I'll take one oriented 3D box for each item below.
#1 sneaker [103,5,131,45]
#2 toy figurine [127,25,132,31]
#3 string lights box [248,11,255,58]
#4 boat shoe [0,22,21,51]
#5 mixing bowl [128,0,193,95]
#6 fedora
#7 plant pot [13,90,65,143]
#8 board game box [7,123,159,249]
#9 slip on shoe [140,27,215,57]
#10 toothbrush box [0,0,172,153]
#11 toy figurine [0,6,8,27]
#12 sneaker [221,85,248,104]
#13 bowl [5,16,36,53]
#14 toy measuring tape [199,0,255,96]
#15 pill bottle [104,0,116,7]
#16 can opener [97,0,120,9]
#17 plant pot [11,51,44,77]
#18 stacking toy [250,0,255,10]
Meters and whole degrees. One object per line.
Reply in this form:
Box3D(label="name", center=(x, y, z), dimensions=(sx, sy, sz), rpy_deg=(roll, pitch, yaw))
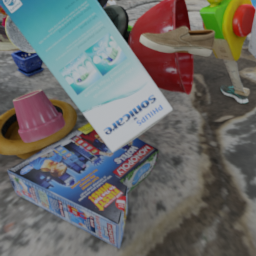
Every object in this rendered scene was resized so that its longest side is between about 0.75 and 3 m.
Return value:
Box3D(label="sneaker", center=(-0.194, -2.375, 7.293), dimensions=(1.380, 2.408, 0.921), rpy_deg=(-26, 78, -20))
Box3D(label="toy figurine", center=(0.376, -2.495, 10.054), dimensions=(2.925, 2.196, 2.692), rpy_deg=(22, 26, 37))
Box3D(label="string lights box", center=(2.945, -1.183, 4.504), dimensions=(0.706, 1.230, 2.394), rpy_deg=(-18, 51, -2))
Box3D(label="boat shoe", center=(-2.664, -2.760, 7.998), dimensions=(2.544, 0.824, 0.915), rpy_deg=(-7, 40, -6))
Box3D(label="mixing bowl", center=(0.772, -1.878, 6.697), dimensions=(1.245, 2.299, 2.299), rpy_deg=(-3, 35, 21))
Box3D(label="fedora", center=(-2.421, 0.145, 7.422), dimensions=(2.309, 0.942, 2.309), rpy_deg=(-4, 41, 3))
Box3D(label="plant pot", center=(-1.743, -0.264, 5.328), dimensions=(0.881, 0.789, 0.881), rpy_deg=(-17, 18, 6))
Box3D(label="board game box", center=(-0.680, 1.142, 6.205), dimensions=(2.703, 0.834, 2.705), rpy_deg=(30, 47, 33))
Box3D(label="slip on shoe", center=(0.765, -1.340, 4.193), dimensions=(1.214, 0.368, 0.461), rpy_deg=(3, 35, -18))
Box3D(label="toothbrush box", center=(-0.598, -1.262, 5.186), dimensions=(1.253, 2.938, 2.151), rpy_deg=(-37, 9, 7))
Box3D(label="toy figurine", center=(-2.847, -2.713, 6.436), dimensions=(1.088, 1.001, 0.817), rpy_deg=(-6, 67, 40))
Box3D(label="sneaker", center=(3.700, -1.298, 9.650), dimensions=(0.435, 0.511, 1.120), rpy_deg=(-23, 42, -27))
Box3D(label="bowl", center=(-2.252, -2.129, 6.228), dimensions=(0.971, 0.971, 0.455), rpy_deg=(-25, 18, -29))
Box3D(label="toy measuring tape", center=(2.375, -1.929, 6.139), dimensions=(1.063, 2.890, 1.063), rpy_deg=(-21, 45, 23))
Box3D(label="pill bottle", center=(-1.794, -4.248, 9.505), dimensions=(2.491, 1.442, 1.442), rpy_deg=(27, 35, -15))
Box3D(label="can opener", center=(-0.794, -3.542, 7.813), dimensions=(0.726, 2.723, 0.910), rpy_deg=(-2, 65, -41))
Box3D(label="plant pot", center=(-3.909, -2.569, 11.047), dimensions=(0.911, 0.819, 0.911), rpy_deg=(27, 45, 32))
Box3D(label="stacking toy", center=(3.179, -3.055, 6.861), dimensions=(1.924, 1.056, 1.116), rpy_deg=(3, 32, -44))
